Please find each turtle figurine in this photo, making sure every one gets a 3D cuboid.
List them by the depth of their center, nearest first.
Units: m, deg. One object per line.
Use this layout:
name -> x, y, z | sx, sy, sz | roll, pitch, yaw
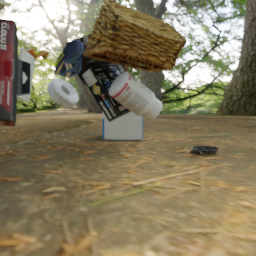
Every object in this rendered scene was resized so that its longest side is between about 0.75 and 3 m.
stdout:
turtle figurine -> -3.991, -2.986, 11.404 | 1.868, 0.602, 1.507 | -13, 12, 8

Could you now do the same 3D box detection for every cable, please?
cable -> -2.898, -1.536, 12.525 | 1.493, 0.517, 1.493 | 37, 25, -31

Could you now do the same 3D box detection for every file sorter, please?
file sorter -> -3.203, -1.456, 7.772 | 0.811, 1.302, 0.904 | 6, -5, 3

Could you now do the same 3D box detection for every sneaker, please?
sneaker -> -1.730, -2.117, 8.749 | 0.725, 0.652, 1.764 | 17, -23, -29

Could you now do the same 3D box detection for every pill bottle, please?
pill bottle -> 0.258, -0.937, 8.723 | 1.576, 0.893, 0.893 | 36, -10, -23

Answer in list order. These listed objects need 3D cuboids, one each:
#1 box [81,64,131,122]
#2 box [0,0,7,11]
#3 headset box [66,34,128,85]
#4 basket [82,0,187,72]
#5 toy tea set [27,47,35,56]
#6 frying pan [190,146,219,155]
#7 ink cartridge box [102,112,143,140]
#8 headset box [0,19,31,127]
box -> -0.416, -1.311, 9.740 | 0.522, 1.805, 2.271 | -32, 0, 29
box -> -3.405, -2.969, 6.257 | 0.501, 0.417, 1.219 | -21, -6, 25
headset box -> -1.088, -2.848, 11.072 | 2.238, 0.864, 1.665 | -15, -37, 9
basket -> 0.227, -2.378, 8.589 | 2.607, 1.942, 1.860 | 8, 36, -33
toy tea set -> -3.309, -2.308, 8.881 | 0.458, 0.285, 0.770 | 16, 54, 47
frying pan -> 2.665, 0.811, 9.728 | 0.929, 0.250, 1.536 | 1, 7, 17
ink cartridge box -> -0.337, -0.515, 14.585 | 1.997, 2.032, 2.760 | 0, 4, -4
headset box -> -3.200, -1.035, 5.226 | 2.604, 1.938, 1.006 | 0, -6, -19
